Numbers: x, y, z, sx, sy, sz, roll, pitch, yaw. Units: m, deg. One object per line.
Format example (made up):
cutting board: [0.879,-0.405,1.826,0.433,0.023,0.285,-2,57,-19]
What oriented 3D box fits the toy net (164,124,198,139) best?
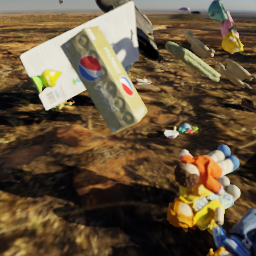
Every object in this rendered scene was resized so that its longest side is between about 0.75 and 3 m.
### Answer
toy net: [1.572,0.147,8.470,1.123,0.217,0.589,-20,35,-32]

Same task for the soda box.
soda box: [-0.315,-0.668,3.965,0.483,1.427,0.457,-25,11,28]

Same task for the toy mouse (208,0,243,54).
toy mouse: [2.514,-2.757,7.378,0.396,1.817,2.045,-24,-12,31]

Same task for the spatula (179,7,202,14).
spatula: [2.037,-3.784,9.058,0.334,0.121,1.181,1,29,-23]

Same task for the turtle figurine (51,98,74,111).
turtle figurine: [-2.559,-0.892,10.504,0.946,0.305,0.763,17,37,19]

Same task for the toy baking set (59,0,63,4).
toy baking set: [-2.203,-4.604,9.211,0.791,1.030,0.120,23,1,31]

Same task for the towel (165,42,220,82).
towel: [2.055,-2.099,8.918,1.775,0.324,1.317,26,16,-31]

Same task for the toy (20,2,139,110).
toy: [-0.995,-1.655,6.211,2.631,1.515,0.621,-36,56,-20]

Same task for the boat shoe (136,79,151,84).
boat shoe: [0.747,-2.244,13.395,0.771,0.241,0.274,-5,24,-14]

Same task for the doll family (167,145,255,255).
doll family: [1.680,1.610,4.618,1.763,1.280,2.840,-13,46,-40]

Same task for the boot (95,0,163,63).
boot: [0.045,-3.112,8.410,2.424,0.839,2.111,29,33,-23]

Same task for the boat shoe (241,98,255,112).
boat shoe: [4.599,-0.848,10.386,0.333,0.333,0.946,-14,30,-30]

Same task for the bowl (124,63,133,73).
bowl: [-0.809,-2.188,8.914,1.806,0.848,1.806,-18,42,17]

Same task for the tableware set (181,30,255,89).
tableware set: [2.221,-1.703,6.953,2.261,0.262,1.889,39,14,3]
